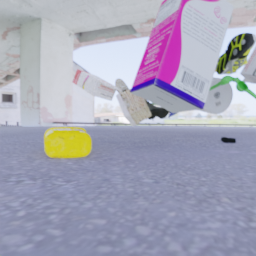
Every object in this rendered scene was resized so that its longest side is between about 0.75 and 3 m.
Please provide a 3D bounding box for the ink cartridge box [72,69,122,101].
[{"bbox_3d":[-1.287,-1.710,11.610,1.145,0.663,1.965,11,17,-47],"label":"ink cartridge box"}]

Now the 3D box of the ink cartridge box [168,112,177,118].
[{"bbox_3d":[2.166,-1.908,10.618,0.637,2.712,2.680,25,-12,-6],"label":"ink cartridge box"}]

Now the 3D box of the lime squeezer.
[{"bbox_3d":[3.569,-1.275,9.435,2.470,0.872,0.466,23,25,37],"label":"lime squeezer"}]

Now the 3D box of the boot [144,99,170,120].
[{"bbox_3d":[1.118,-0.975,12.879,1.800,0.610,1.176,-6,45,-49],"label":"boot"}]

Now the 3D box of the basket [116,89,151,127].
[{"bbox_3d":[0.223,-0.717,9.442,0.813,0.893,1.318,-25,-17,7],"label":"basket"}]

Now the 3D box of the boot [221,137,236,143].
[{"bbox_3d":[5.534,0.666,15.441,0.838,0.310,0.687,8,6,16],"label":"boot"}]

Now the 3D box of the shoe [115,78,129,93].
[{"bbox_3d":[-0.072,-1.676,13.840,0.643,1.840,0.491,-25,-4,-28],"label":"shoe"}]

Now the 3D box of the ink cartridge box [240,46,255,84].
[{"bbox_3d":[5.871,-2.664,11.860,0.882,1.508,2.600,30,0,-25],"label":"ink cartridge box"}]

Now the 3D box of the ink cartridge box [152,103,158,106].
[{"bbox_3d":[1.294,-1.093,8.972,1.249,0.525,0.912,10,42,-26],"label":"ink cartridge box"}]

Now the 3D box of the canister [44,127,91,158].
[{"bbox_3d":[-2.315,0.516,10.558,1.705,0.993,2.295,-1,3,-15],"label":"canister"}]

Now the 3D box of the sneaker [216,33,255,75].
[{"bbox_3d":[4.041,-2.695,10.250,0.832,0.821,2.179,0,-18,-11],"label":"sneaker"}]

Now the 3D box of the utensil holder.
[{"bbox_3d":[3.988,-1.766,14.568,1.928,1.928,2.269,-1,12,-19],"label":"utensil holder"}]

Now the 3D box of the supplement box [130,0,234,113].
[{"bbox_3d":[1.357,-1.988,7.156,1.442,2.849,1.472,24,-10,-21],"label":"supplement box"}]

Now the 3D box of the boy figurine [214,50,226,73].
[{"bbox_3d":[4.140,-2.858,12.840,0.466,1.447,0.900,31,18,-45],"label":"boy figurine"}]
